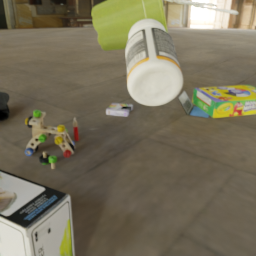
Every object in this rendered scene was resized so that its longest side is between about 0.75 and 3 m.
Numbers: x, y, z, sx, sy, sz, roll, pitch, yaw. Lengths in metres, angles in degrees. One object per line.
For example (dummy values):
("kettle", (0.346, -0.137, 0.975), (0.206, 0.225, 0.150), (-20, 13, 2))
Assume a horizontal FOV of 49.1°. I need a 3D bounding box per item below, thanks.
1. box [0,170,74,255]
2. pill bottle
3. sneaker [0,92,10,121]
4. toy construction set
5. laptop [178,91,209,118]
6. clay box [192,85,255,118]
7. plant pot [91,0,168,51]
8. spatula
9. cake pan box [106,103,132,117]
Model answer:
("box", (-2.015, 1.401, 4.082), (2.539, 1.481, 0.763), (11, 24, 26))
("pill bottle", (0.589, -1.760, 7.210), (1.323, 1.323, 2.273), (-1, 47, -2))
("sneaker", (-4.467, -0.621, 9.638), (0.933, 0.781, 2.055), (9, 31, -3))
("toy construction set", (-1.936, 0.060, 7.348), (1.317, 1.214, 1.579), (14, 27, 27))
("laptop", (2.432, -0.870, 10.163), (0.634, 1.093, 1.024), (-26, 10, 30))
("clay box", (4.058, -1.051, 10.444), (2.830, 0.674, 1.626), (-7, 26, -14))
("plant pot", (0.084, -4.057, 10.717), (2.587, 2.724, 2.724), (-12, 23, 10))
("spatula", (1.630, -3.255, 7.324), (1.623, 0.187, 2.334), (9, 24, -23))
("cake pan box", (-0.294, -0.658, 10.168), (0.837, 0.219, 0.771), (7, 27, 15))
